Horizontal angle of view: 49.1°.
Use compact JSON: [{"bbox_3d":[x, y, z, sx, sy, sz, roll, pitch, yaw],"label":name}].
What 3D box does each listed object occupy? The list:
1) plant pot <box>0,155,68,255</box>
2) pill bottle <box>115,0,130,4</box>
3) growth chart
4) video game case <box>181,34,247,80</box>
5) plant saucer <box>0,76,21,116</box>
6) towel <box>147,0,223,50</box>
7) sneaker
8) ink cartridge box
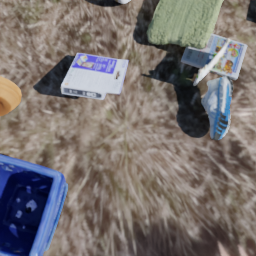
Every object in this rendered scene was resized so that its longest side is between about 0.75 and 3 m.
[{"bbox_3d":[-2.377,1.730,6.087,1.847,1.661,1.847,14,72,4],"label":"plant pot"},{"bbox_3d":[-0.829,-4.827,8.459,2.259,1.307,1.307,30,74,9],"label":"pill bottle"},{"bbox_3d":[2.209,-1.706,7.426,0.126,1.028,1.420,39,76,12],"label":"growth chart"},{"bbox_3d":[2.509,-2.176,8.186,1.649,0.149,1.181,20,73,6],"label":"video game case"},{"bbox_3d":[-3.535,-0.667,6.398,2.056,2.056,0.385,-6,72,-2],"label":"plant saucer"},{"bbox_3d":[1.752,-3.458,8.200,1.897,0.467,2.558,14,73,21],"label":"towel"},{"bbox_3d":[2.246,-0.502,7.289,0.718,0.621,1.657,2,78,45],"label":"sneaker"},{"bbox_3d":[-0.833,-1.381,7.481,1.510,0.328,1.496,9,48,4],"label":"ink cartridge box"}]
